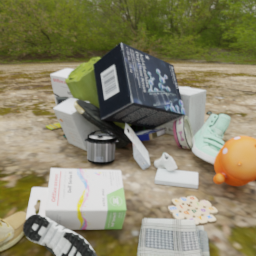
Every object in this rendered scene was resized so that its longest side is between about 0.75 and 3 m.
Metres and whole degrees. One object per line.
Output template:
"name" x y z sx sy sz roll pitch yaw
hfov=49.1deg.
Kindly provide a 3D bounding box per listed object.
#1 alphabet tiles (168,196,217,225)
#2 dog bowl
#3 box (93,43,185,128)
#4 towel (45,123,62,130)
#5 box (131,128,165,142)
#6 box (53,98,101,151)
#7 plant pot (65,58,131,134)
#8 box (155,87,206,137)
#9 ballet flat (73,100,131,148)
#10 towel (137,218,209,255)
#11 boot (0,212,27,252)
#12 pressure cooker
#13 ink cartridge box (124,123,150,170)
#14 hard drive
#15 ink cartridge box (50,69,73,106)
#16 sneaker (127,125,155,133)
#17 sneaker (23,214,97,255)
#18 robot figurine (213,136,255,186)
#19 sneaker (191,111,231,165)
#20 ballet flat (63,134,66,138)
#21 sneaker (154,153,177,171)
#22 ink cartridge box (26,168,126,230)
"alphabet tiles" 1.423 1.822 6.190 1.009 0.074 0.987 -5 19 -16
"dog bowl" 1.919 0.193 9.743 0.437 1.185 1.185 -12 12 24
"box" 0.403 -1.249 9.332 1.442 2.000 2.694 -25 -22 40
"towel" -2.949 -0.093 12.295 1.231 0.111 0.530 -14 26 -39
"box" 0.391 0.293 10.182 1.682 0.273 1.019 -6 7 35
"box" -1.716 -0.138 9.729 1.162 1.526 0.811 17 45 44
"plant pot" -1.047 -1.225 10.371 2.474 2.350 2.474 -24 31 15
"box" 2.039 -0.677 11.283 1.175 1.797 1.788 -19 25 -41
"ballet flat" -0.860 -0.051 9.130 0.688 2.423 0.805 -38 31 22
"towel" 0.831 2.082 5.118 1.273 0.220 1.226 3 18 8
"boot" -2.422 1.617 4.985 0.552 1.180 1.518 9 20 28
"pressure cooker" -0.809 0.556 8.585 0.873 0.993 0.887 -7 14 -37
"ink cartridge box" 0.182 0.537 8.473 0.299 1.265 1.012 -35 14 11
"hard drive" 1.315 1.355 7.567 1.108 0.146 0.731 5 18 13
"ink cartridge box" -2.259 -1.234 11.883 1.629 2.253 0.949 15 32 33
"sneaker" 0.192 -0.384 11.626 1.139 1.043 2.673 -13 21 -37
"sneaker" -1.037 1.988 4.751 1.556 0.704 0.517 22 70 26
"robot figurine" 2.684 0.803 6.730 1.316 1.067 1.830 -3 -19 7
"sneaker" 2.680 0.246 8.713 0.883 1.415 2.398 28 16 -5
"ballet flat" -2.274 0.126 11.154 0.379 0.376 1.107 -5 15 16
"sneaker" 1.047 0.938 8.069 0.387 0.455 1.028 -20 6 -23
"ink cartridge box" -1.059 1.420 5.682 1.886 0.635 1.105 3 36 -11
